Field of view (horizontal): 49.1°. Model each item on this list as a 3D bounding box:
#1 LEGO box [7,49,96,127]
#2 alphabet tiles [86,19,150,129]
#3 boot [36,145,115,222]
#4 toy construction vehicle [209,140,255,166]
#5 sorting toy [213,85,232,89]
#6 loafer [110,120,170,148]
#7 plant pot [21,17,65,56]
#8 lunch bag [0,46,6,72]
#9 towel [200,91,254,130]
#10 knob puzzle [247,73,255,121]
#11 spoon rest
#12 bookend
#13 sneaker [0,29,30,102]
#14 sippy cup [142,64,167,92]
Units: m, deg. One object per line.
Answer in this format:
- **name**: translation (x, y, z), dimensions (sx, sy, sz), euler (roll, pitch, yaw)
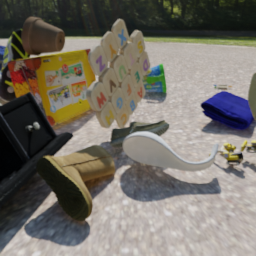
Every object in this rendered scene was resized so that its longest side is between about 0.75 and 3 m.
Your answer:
- **LEGO box**: translation (-2.338, -1.437, 9.560), dimensions (1.104, 2.130, 2.860), euler (3, 20, 31)
- **alphabet tiles**: translation (-0.164, -1.474, 8.297), dimensions (0.217, 2.910, 2.975), euler (14, 55, 29)
- **boot**: translation (-0.773, 0.972, 5.695), dimensions (1.512, 0.571, 1.726), euler (48, 25, 20)
- **toy construction vehicle**: translation (2.622, 0.539, 6.898), dimensions (0.879, 0.356, 1.010), euler (-34, 20, -36)
- **sorting toy**: translation (4.636, -1.994, 13.771), dimensions (0.896, 0.122, 0.505), euler (6, 27, 15)
- **loafer**: translation (0.261, 0.043, 7.334), dimensions (1.638, 0.570, 0.616), euler (-15, -20, 7)
- **plant pot**: translation (-2.462, -2.655, 8.382), dimensions (0.978, 1.121, 1.121), euler (13, 24, 9)
- **lunch bag**: translation (-6.995, -3.678, 15.623), dimensions (2.754, 1.822, 1.871), euler (11, 25, 24)
- **towel**: translation (3.556, -0.615, 9.690), dimensions (1.650, 0.553, 2.234), euler (30, 31, 23)
- **knob puzzle**: translation (4.358, -0.858, 7.936), dimensions (2.267, 2.267, 0.314), euler (8, -18, 19)
- **spoon rest**: translation (0.911, 0.567, 6.313), dimensions (2.146, 1.066, 0.651), euler (5, 50, 10)
- **bookend**: translation (-2.840, -0.232, 5.451), dimensions (1.332, 2.873, 2.891), euler (-22, 14, 21)
- **sneaker**: translation (-3.903, -2.091, 9.729), dimensions (0.947, 2.511, 0.959), euler (18, -13, -35)
- **sippy cup**: translation (1.075, -2.211, 12.946), dimensions (1.256, 1.714, 1.346), euler (-9, 64, 6)
